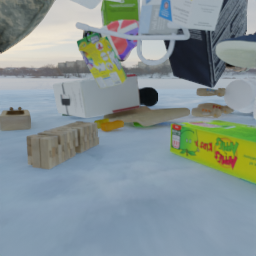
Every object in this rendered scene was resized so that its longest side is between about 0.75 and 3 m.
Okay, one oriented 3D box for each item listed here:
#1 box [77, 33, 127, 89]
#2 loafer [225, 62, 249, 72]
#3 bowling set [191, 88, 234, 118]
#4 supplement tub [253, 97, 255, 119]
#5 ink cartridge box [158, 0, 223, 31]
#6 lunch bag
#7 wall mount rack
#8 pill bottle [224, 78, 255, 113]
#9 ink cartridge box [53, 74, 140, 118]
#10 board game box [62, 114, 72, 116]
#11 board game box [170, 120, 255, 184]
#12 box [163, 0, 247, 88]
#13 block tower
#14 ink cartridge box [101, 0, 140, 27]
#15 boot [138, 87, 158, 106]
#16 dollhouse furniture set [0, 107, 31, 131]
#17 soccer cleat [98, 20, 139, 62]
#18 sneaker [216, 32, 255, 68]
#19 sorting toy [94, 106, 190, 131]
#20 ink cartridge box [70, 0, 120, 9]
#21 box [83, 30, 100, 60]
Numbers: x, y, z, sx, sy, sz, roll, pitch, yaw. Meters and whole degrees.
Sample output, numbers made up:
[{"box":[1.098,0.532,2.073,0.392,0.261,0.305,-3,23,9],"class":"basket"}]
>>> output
[{"box":[-0.624,-1.573,6.541,0.741,1.263,0.305,-6,35,36],"class":"box"},{"box":[2.911,-1.798,7.411,0.557,0.637,1.771,4,0,15],"class":"loafer"},{"box":[3.240,-1.217,10.418,1.229,1.593,2.289,7,15,26],"class":"bowling set"},{"box":[4.785,-0.651,9.065,1.223,0.807,0.807,2,10,13],"class":"supplement tub"},{"box":[0.932,-2.072,3.887,0.508,1.200,0.867,-4,32,-25],"class":"ink cartridge box"},{"box":[-3.044,-3.051,7.550,1.228,2.088,1.713,37,25,-23],"class":"lunch bag"},{"box":[0.215,-2.726,5.817,2.295,2.641,0.985,8,-1,23],"class":"wall mount rack"},{"box":[4.659,-1.189,10.480,2.223,1.266,1.266,-4,10,-41],"class":"pill bottle"},{"box":[-1.167,-1.115,9.545,1.950,1.132,2.703,-13,13,-29],"class":"ink cartridge box"},{"box":[-2.140,-0.563,10.692,0.444,0.099,0.847,0,9,12],"class":"board game box"},{"box":[1.740,0.300,4.173,1.126,0.528,2.217,-5,11,-27],"class":"board game box"},{"box":[2.435,-3.185,8.742,1.640,2.662,2.640,24,-18,31],"class":"box"},{"box":[-1.057,0.223,4.823,0.456,0.488,1.690,3,9,18],"class":"block tower"},{"box":[0.234,-3.726,9.199,2.126,0.805,1.572,-7,10,-8],"class":"ink cartridge box"},{"box":[0.000,-1.540,14.237,2.115,0.955,2.581,4,10,42],"class":"boot"},{"box":[-3.810,-0.893,7.385,2.230,1.817,2.121,-4,10,-21],"class":"dollhouse furniture set"},{"box":[-0.055,-2.683,8.575,1.082,1.009,2.958,-20,7,11],"class":"soccer cleat"},{"box":[2.894,-1.777,5.478,2.246,0.949,0.842,3,-12,13],"class":"sneaker"},{"box":[0.182,-0.238,8.194,2.719,0.364,2.025,-14,13,-33],"class":"sorting toy"},{"box":[-0.652,-3.131,4.983,1.134,1.765,1.105,3,21,-45],"class":"ink cartridge box"},{"box":[-1.154,-3.460,11.753,1.461,1.085,0.908,6,-9,-3],"class":"box"}]
